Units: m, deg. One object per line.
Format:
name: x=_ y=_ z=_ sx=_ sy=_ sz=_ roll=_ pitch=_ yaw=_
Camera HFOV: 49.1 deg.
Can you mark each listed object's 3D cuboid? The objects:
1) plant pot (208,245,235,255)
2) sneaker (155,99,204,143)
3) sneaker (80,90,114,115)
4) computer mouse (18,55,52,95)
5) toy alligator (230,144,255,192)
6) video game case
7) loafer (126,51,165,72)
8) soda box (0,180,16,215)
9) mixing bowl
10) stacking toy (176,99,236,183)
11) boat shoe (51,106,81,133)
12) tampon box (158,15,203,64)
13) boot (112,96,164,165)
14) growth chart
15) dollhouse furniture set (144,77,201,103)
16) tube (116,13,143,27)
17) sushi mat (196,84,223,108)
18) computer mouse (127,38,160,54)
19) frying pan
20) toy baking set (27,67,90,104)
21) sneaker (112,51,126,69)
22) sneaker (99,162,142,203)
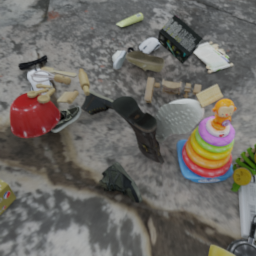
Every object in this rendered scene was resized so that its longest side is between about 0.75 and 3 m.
plant pot: x=1.939 y=2.835 z=5.682 sx=0.767 sy=0.767 sz=0.545 roll=25 pitch=69 yaw=20
sneaker: x=1.506 y=-0.373 z=8.368 sx=1.057 sy=2.626 sz=1.003 roll=-32 pitch=90 yaw=-22
sneaker: x=-0.946 y=-0.702 z=10.200 sx=1.533 sy=0.573 sz=0.814 roll=25 pitch=85 yaw=19
computer mouse: x=-3.760 y=-2.234 z=11.692 sx=1.308 sy=0.523 sz=2.385 roll=-19 pitch=51 yaw=-17
toy alligator: x=3.737 y=0.628 z=7.654 sx=0.716 sy=2.980 sz=0.988 roll=48 pitch=25 yaw=17
video game case: x=4.329 y=2.131 z=7.987 sx=2.227 sy=0.280 sz=2.447 roll=8 pitch=48 yaw=9
loafer: x=0.703 y=-2.817 z=12.136 sx=1.810 sy=0.618 sz=0.685 roll=22 pitch=52 yaw=23
soda box: x=-4.468 y=1.596 z=8.089 sx=2.428 sy=0.822 sz=0.777 roll=24 pitch=53 yaw=20
mixing bowl: x=-3.114 y=-0.549 z=8.983 sx=1.652 sy=0.894 sz=1.652 roll=-5 pitch=44 yaw=5
stacking toy: x=2.431 y=0.248 z=7.917 sx=1.628 sy=2.805 sz=1.539 roll=-2 pitch=51 yaw=-4
boat shoe: x=-2.246 y=-0.403 z=10.112 sx=0.504 sy=0.454 sz=1.425 roll=29 pitch=54 yaw=23
tampon box: x=1.937 y=-3.343 z=10.657 sx=1.392 sy=1.043 sz=0.879 roll=43 pitch=89 yaw=4
boot: x=0.299 y=0.114 z=8.679 sx=0.705 sy=1.774 sz=2.038 roll=-33 pitch=50 yaw=-16
growth chart: x=3.835 y=-3.299 z=12.866 sx=1.524 sy=0.187 sz=2.105 roll=-15 pitch=50 yaw=-13
dollhouse furniture set: x=1.702 y=-1.275 z=10.743 sx=1.977 sy=1.025 sz=0.875 roll=9 pitch=88 yaw=9
tube: x=0.108 y=-5.689 z=14.908 sx=1.481 sy=0.430 sz=0.384 roll=-29 pitch=92 yaw=-20
sushi mat: x=2.104 y=-0.823 z=7.213 sx=0.800 sy=0.048 sz=0.383 roll=-26 pitch=88 yaw=-24
computer mouse: x=0.843 y=-3.761 z=12.976 sx=0.948 sy=0.379 sz=1.729 roll=40 pitch=62 yaw=15
frying pan: x=3.138 y=3.035 z=6.991 sx=1.557 sy=0.253 sz=0.942 roll=-43 pitch=61 yaw=-12
toy baking set: x=-2.278 y=-1.558 z=9.239 sx=1.964 sy=0.298 sz=2.559 roll=-5 pitch=39 yaw=-8
sneaker: x=-0.489 y=-3.016 z=12.468 sx=0.478 sy=0.493 sz=1.349 roll=8 pitch=39 yaw=14
sneaker: x=-0.271 y=1.729 z=8.156 sx=0.882 sy=0.589 sz=1.540 roll=-29 pitch=52 yaw=-21
